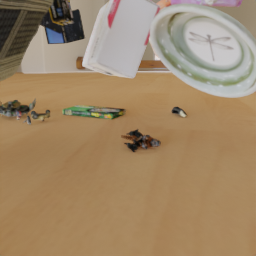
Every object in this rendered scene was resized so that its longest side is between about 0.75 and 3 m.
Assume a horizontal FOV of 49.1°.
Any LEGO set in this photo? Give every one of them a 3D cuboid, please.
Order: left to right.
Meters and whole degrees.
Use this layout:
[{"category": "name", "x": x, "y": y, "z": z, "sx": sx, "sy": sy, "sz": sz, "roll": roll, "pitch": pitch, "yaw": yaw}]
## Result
[{"category": "LEGO set", "x": -3.942, "y": -0.546, "z": 10.037, "sx": 1.670, "sy": 0.729, "sz": 2.571, "roll": -12, "pitch": 31, "yaw": -34}]

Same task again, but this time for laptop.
[{"category": "laptop", "x": -3.336, "y": -3.788, "z": 9.560, "sx": 2.039, "sy": 1.053, "sz": 1.807, "roll": 22, "pitch": -20, "yaw": -13}, {"category": "laptop", "x": -2.635, "y": -4.148, "z": 11.457, "sx": 1.373, "sy": 1.217, "sz": 0.709, "roll": -8, "pitch": 8, "yaw": 16}]

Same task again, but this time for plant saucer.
[{"category": "plant saucer", "x": 1.703, "y": -1.681, "z": 5.924, "sx": 2.589, "sy": 0.650, "sz": 2.589, "roll": 33, "pitch": -14, "yaw": 9}]

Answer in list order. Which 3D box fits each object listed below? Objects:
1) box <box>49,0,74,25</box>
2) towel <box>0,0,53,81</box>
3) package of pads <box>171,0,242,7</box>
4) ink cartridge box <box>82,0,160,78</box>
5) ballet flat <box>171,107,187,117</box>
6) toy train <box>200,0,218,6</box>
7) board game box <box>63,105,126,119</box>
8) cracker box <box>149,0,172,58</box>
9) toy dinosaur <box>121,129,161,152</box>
[{"category": "box", "x": -1.906, "y": -3.626, "z": 7.446, "sx": 0.395, "sy": 1.603, "sz": 1.280, "roll": -11, "pitch": 17, "yaw": 1}, {"category": "towel", "x": -2.513, "y": -1.962, "z": 5.674, "sx": 0.498, "sy": 2.777, "sz": 2.884, "roll": 33, "pitch": 18, "yaw": -10}, {"category": "package of pads", "x": 2.060, "y": -3.814, "z": 7.330, "sx": 1.883, "sy": 1.135, "sz": 0.713, "roll": 15, "pitch": 38, "yaw": 26}, {"category": "ink cartridge box", "x": -0.359, "y": -2.556, "z": 8.086, "sx": 1.151, "sy": 1.984, "sz": 2.689, "roll": 18, "pitch": 6, "yaw": -18}, {"category": "ballet flat", "x": 1.940, "y": -0.564, "z": 10.582, "sx": 0.317, "sy": 0.371, "sz": 1.116, "roll": -42, "pitch": 14, "yaw": 4}, {"category": "toy train", "x": 2.183, "y": -2.171, "z": 6.956, "sx": 0.625, "sy": 2.246, "sz": 1.687, "roll": -14, "pitch": -2, "yaw": -32}, {"category": "board game box", "x": -1.303, "y": -0.628, "z": 10.793, "sx": 2.165, "sy": 0.254, "sz": 1.134, "roll": 7, "pitch": 18, "yaw": 25}, {"category": "cracker box", "x": 1.486, "y": -4.023, "z": 11.449, "sx": 1.394, "sy": 2.081, "sz": 0.600, "roll": -35, "pitch": 48, "yaw": 0}, {"category": "toy dinosaur", "x": 0.266, "y": 0.328, "z": 6.803, "sx": 1.002, "sy": 0.512, "sz": 0.680, "roll": -13, "pitch": -9, "yaw": 30}]
